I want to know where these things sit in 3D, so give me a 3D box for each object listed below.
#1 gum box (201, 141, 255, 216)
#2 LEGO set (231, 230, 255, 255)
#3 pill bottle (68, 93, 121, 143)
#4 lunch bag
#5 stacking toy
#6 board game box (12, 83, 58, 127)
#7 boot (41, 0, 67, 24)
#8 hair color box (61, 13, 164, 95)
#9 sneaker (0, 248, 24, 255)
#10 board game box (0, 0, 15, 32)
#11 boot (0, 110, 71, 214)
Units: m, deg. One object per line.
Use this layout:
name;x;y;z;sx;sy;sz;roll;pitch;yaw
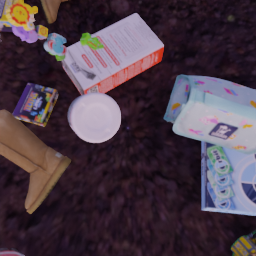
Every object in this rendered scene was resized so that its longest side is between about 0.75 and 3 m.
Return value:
gum box;3.169;0.987;6.852;2.631;0.586;2.236;5;68;2
LEGO set;1.839;1.586;3.283;1.284;0.987;0.744;-15;40;-24
pill bottle;-0.479;-0.153;3.614;0.576;1.012;0.576;-1;96;-15
lunch bag;1.321;-0.240;4.123;1.353;1.589;0.969;17;96;-2
stacking toy;-1.096;-1.130;3.577;0.958;1.270;0.298;4;84;43
board game box;-2.512;-0.653;7.663;0.865;0.297;1.047;15;69;5
boot;-1.823;-4.210;8.915;1.891;0.625;1.656;-15;69;-7
hair color box;-0.454;-2.004;7.926;2.564;0.820;1.422;-31;72;-13
sneaker;-0.839;1.761;2.826;0.805;1.855;0.684;1;53;31
board game box;-4.300;-4.043;8.867;1.692;0.580;2.047;3;68;-1
boot;-2.093;0.661;5.411;1.610;0.533;1.410;35;94;-3
